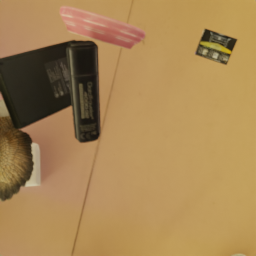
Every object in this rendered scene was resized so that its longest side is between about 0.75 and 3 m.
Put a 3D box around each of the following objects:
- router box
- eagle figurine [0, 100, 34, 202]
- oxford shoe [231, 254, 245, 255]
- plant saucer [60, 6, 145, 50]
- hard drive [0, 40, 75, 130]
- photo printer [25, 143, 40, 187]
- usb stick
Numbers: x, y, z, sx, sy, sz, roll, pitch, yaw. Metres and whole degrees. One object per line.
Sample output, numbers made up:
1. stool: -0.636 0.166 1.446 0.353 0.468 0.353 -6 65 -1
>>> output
1. router box: 2.683 -2.484 8.606 1.042 0.272 0.819 20 110 3
2. eagle figurine: -3.605 0.516 7.529 1.972 2.599 1.961 -15 117 -6
3. oxford shoe: 3.183 4.738 9.177 1.836 0.530 0.690 -21 74 -7
4. plant saucer: -0.752 -2.788 8.006 2.460 2.460 0.623 18 105 4
5. hard drive: -2.308 -1.314 7.955 2.634 0.433 1.838 -33 118 -43
6. photo printer: -3.810 1.302 9.991 1.325 0.553 1.592 -5 77 -1
7. usb stick: -1.138 -0.872 7.431 0.786 2.835 0.462 -9 32 -17
